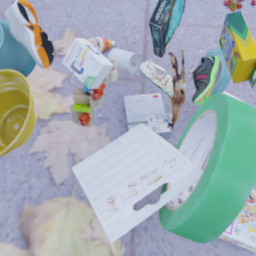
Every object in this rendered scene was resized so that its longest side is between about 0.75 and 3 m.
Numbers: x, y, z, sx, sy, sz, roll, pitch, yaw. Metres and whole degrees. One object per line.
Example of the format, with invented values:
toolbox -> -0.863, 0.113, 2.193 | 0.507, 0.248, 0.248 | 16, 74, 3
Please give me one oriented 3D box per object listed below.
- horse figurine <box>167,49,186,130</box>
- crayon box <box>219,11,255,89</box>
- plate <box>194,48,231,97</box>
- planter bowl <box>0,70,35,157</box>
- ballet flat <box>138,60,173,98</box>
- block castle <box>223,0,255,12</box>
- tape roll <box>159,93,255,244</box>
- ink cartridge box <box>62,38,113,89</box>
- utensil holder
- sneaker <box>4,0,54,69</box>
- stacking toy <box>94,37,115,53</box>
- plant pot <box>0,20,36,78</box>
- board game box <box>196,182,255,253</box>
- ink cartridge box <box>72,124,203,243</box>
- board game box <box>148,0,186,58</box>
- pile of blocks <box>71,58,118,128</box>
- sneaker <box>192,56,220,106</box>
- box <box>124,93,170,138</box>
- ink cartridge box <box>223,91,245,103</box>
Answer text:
horse figurine -> 1.374, -1.243, 7.912 | 0.554, 1.472, 2.222 | -1, 46, 9
crayon box -> 2.714, -1.839, 6.856 | 0.425, 1.036, 1.647 | -12, 67, 3
plate -> 2.628, -1.740, 8.932 | 0.218, 1.706, 1.706 | 9, 49, -27
planter bowl -> -2.423, -0.127, 5.493 | 1.879, 0.782, 1.879 | -8, 67, 20
ballet flat -> 0.822, -1.226, 7.028 | 0.437, 1.368, 0.517 | -44, 42, 16
block castle -> 3.769, -4.260, 9.443 | 1.118, 0.525, 0.747 | -13, 13, -42
tape roll -> 1.561, 0.770, 5.802 | 0.717, 2.985, 2.985 | 23, 56, -2
ink cartridge box -> -0.798, -1.243, 5.433 | 0.825, 0.599, 0.361 | 46, 28, 14
utensil holder -> -0.158, -2.317, 9.750 | 0.874, 0.743, 0.743 | 21, 56, 30
sneaker -> -2.397, -2.182, 6.779 | 0.745, 1.619, 0.613 | -10, 19, 33
stacking toy -> -0.981, -3.700, 12.463 | 0.937, 0.685, 0.685 | -16, 53, -34
plant pot -> -3.463, -2.138, 7.420 | 1.611, 1.513, 1.611 | 0, 88, 4
board game box -> 2.623, 2.272, 8.113 | 2.446, 0.419, 1.644 | 19, 56, 13
ink cartridge box -> 0.141, 1.181, 6.614 | 2.341, 0.724, 2.887 | -33, 34, -10
board game box -> 1.309, -3.549, 8.872 | 0.407, 2.889, 1.954 | 25, 92, 9
pile of blocks -> -0.983, -0.869, 7.291 | 0.876, 2.134, 0.663 | 27, 23, -9
sneaker -> 1.848, -1.172, 6.997 | 0.601, 0.550, 1.434 | 16, 67, 21
box -> 0.641, -0.433, 10.117 | 1.419, 0.375, 1.820 | -6, 55, -5
ink cartridge box -> 3.699, -0.145, 9.622 | 1.988, 0.823, 1.456 | 36, 62, 23
